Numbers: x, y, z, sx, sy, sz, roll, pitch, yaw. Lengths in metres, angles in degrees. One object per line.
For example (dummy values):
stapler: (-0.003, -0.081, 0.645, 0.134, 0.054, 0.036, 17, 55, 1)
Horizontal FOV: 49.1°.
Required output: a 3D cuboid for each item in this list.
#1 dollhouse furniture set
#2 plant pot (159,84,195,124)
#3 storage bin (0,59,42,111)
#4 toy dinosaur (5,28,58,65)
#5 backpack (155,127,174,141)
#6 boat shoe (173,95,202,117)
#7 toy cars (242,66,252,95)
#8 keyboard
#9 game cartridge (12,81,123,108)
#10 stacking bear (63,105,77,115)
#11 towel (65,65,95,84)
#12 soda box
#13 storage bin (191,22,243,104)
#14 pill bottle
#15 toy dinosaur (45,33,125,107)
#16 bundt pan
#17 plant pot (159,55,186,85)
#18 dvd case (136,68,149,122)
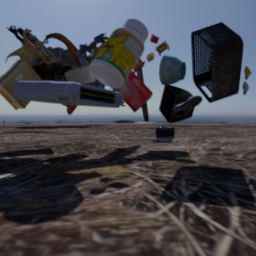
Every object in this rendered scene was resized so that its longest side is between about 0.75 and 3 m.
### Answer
dollhouse furniture set: (0.619, -2.854, 10.332, 1.631, 0.878, 0.663, -31, 20, 22)
plant pot: (2.369, -1.128, 13.143, 1.249, 1.404, 1.407, 0, 31, -19)
storage bin: (-3.331, -1.323, 8.583, 0.531, 1.133, 1.125, 4, -40, 40)
toy dinosaur: (-3.147, -2.461, 8.718, 2.113, 1.069, 0.615, 8, -8, 22)
backpack: (2.142, 0.335, 16.878, 1.130, 0.833, 1.238, 0, 4, -8)
boat shoe: (2.426, -0.835, 11.303, 1.283, 0.454, 0.582, -29, 21, 23)
toy cars: (3.753, -1.483, 8.818, 0.201, 0.909, 0.407, 7, 2, 36)
keyboard: (-3.173, -2.841, 9.424, 2.369, 0.244, 1.506, 44, 17, 34)
game cartridge: (-1.635, -0.911, 7.965, 1.958, 0.601, 2.942, 1, 1, 25)
stacking bear: (-3.554, -2.170, 13.942, 2.835, 1.722, 1.612, 38, -4, -16)
towel: (-1.488, -1.581, 8.654, 0.852, 0.564, 0.147, -17, 34, -5)
soda box: (-0.346, -2.076, 11.725, 1.044, 2.983, 0.946, -43, -3, -7)
storage bin: (3.088, -2.266, 9.919, 1.107, 2.361, 1.596, -19, 45, -3)
pill bottle: (-0.196, -2.292, 8.474, 1.128, 2.001, 1.128, 27, -19, 10)
toy dinosaur: (-1.104, -1.932, 9.775, 2.944, 1.546, 2.671, 24, -35, 9)
bundt pan: (-2.794, -2.486, 11.596, 2.594, 0.973, 2.594, 2, -15, 1)
plant pot: (2.305, -2.879, 14.059, 1.021, 1.524, 1.524, 8, 6, 27)
dvd case: (0.741, -1.723, 14.281, 0.334, 2.027, 2.697, -8, -22, 4)
